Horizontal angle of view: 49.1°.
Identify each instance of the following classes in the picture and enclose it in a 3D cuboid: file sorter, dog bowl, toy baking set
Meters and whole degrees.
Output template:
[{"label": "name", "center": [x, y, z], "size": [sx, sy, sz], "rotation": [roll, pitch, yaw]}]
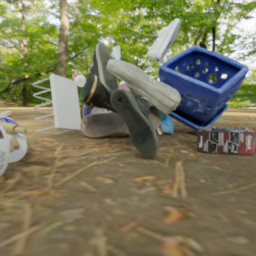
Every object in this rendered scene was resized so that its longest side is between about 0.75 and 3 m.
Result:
[{"label": "file sorter", "center": [-2.696, -0.796, 10.425], "size": [1.192, 1.915, 1.329], "rotation": [-12, -9, 26]}, {"label": "dog bowl", "center": [1.417, -0.408, 10.853], "size": [0.348, 1.403, 0.782], "rotation": [-10, 27, 19]}, {"label": "toy baking set", "center": [-2.955, 0.325, 5.686], "size": [1.814, 0.211, 1.393], "rotation": [12, 44, 36]}]

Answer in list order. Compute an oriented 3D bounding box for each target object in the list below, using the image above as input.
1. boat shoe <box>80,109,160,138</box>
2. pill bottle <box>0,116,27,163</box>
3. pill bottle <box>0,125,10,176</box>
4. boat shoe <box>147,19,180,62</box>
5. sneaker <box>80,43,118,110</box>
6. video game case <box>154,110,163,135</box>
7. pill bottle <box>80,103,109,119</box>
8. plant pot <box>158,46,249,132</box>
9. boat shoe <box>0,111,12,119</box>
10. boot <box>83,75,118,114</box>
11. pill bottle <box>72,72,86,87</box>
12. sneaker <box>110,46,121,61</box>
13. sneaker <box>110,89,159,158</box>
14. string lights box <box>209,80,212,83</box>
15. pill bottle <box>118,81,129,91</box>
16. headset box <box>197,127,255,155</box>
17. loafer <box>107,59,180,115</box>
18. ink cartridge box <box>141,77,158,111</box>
[{"label": "boat shoe", "center": [-0.283, -0.210, 10.389], "size": [2.908, 1.101, 1.044], "rotation": [-2, -3, -5]}, {"label": "pill bottle", "center": [-2.909, 0.270, 6.678], "size": [0.842, 0.842, 1.456], "rotation": [-4, 16, -31]}, {"label": "pill bottle", "center": [-2.703, 0.426, 3.540], "size": [1.232, 1.232, 2.255], "rotation": [2, 6, 15]}, {"label": "boat shoe", "center": [1.274, -3.220, 10.017], "size": [0.622, 1.903, 0.700], "rotation": [24, -23, 16]}, {"label": "sneaker", "center": [-1.327, -2.184, 11.481], "size": [1.515, 2.853, 1.067], "rotation": [-33, -44, 31]}, {"label": "video game case", "center": [1.288, -0.596, 12.054], "size": [0.200, 1.586, 2.216], "rotation": [-18, 1, 15]}, {"label": "pill bottle", "center": [-0.629, -0.634, 12.185], "size": [2.831, 1.583, 1.583], "rotation": [6, 8, 41]}, {"label": "plant pot", "center": [2.763, -1.446, 10.991], "size": [2.550, 2.292, 2.549], "rotation": [31, 48, 27]}, {"label": "boat shoe", "center": [-6.692, -0.307, 12.754], "size": [2.672, 0.836, 0.951], "rotation": [-5, 9, -31]}, {"label": "boot", "center": [-0.483, -0.856, 8.113], "size": [1.458, 0.816, 2.107], "rotation": [20, 0, -4]}, {"label": "pill bottle", "center": [-2.296, -2.280, 13.194], "size": [0.524, 0.524, 0.957], "rotation": [-2, 26, -20]}, {"label": "sneaker", "center": [-0.440, -2.522, 10.031], "size": [0.372, 0.857, 0.321], "rotation": [-7, -20, -1]}, {"label": "sneaker", "center": [0.330, -0.158, 6.806], "size": [0.676, 1.769, 1.014], "rotation": [-37, -12, 27]}, {"label": "string lights box", "center": [3.162, -1.907, 12.519], "size": [1.045, 0.308, 0.537], "rotation": [8, 33, 39]}, {"label": "pill bottle", "center": [-0.160, -1.954, 15.327], "size": [0.816, 0.816, 1.430], "rotation": [0, 37, 0]}, {"label": "headset box", "center": [2.702, 0.326, 7.616], "size": [1.566, 0.605, 1.165], "rotation": [3, 6, 16]}, {"label": "loafer", "center": [0.444, -1.346, 9.496], "size": [2.784, 0.972, 0.974], "rotation": [30, 27, -7]}, {"label": "ink cartridge box", "center": [0.737, -1.340, 10.657], "size": [0.748, 1.441, 0.427], "rotation": [-11, -25, 32]}]
